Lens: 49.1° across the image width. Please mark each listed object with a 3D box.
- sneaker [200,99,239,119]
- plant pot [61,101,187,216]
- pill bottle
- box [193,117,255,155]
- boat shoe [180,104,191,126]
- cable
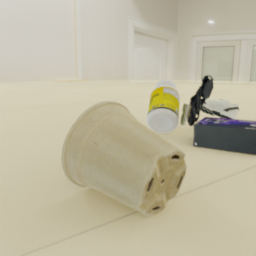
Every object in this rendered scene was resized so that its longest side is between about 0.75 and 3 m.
[{"bbox_3d":[4.089,-0.987,12.958,2.138,0.855,0.788,26,-9,26],"label":"sneaker"},{"bbox_3d":[0.039,0.755,6.044,2.007,2.192,2.192,27,27,38],"label":"plant pot"},{"bbox_3d":[1.560,-1.004,12.141,1.308,1.308,2.326,2,46,10],"label":"pill bottle"},{"bbox_3d":[3.750,0.226,10.277,2.326,0.917,1.642,6,17,28],"label":"box"},{"bbox_3d":[2.167,-0.478,10.456,0.289,0.844,0.316,13,-3,-17],"label":"boat shoe"},{"bbox_3d":[2.600,-0.985,10.703,0.507,1.995,1.628,23,-10,-3],"label":"cable"}]
